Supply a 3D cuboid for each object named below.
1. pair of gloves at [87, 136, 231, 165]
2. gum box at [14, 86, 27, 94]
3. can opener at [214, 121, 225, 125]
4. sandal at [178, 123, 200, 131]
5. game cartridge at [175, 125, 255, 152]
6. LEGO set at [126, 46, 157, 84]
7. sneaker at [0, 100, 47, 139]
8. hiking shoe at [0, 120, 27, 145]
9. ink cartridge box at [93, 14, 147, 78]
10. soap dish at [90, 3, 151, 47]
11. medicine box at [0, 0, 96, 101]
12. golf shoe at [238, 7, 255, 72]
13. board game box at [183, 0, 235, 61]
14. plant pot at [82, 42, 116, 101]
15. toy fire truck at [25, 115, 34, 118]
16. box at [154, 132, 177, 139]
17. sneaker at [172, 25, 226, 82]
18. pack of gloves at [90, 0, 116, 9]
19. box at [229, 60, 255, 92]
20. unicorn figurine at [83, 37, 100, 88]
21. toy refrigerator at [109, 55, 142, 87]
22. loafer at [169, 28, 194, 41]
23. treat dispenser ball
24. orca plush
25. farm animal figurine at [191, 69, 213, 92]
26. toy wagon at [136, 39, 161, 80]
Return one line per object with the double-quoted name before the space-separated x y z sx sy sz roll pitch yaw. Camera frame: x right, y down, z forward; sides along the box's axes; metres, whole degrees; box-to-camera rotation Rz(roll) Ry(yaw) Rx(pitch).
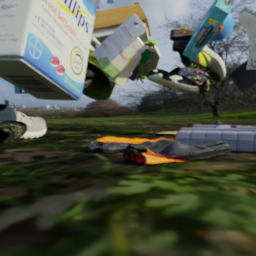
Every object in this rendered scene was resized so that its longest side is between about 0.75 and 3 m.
"pair of gloves" 0.522 0.326 5.229 2.126 0.295 2.386 -2 4 -33
"gum box" -3.335 -2.619 11.475 0.632 2.409 2.835 -4 3 40
"can opener" 4.841 -0.113 14.786 0.413 0.512 1.302 -41 -19 22
"sandal" 2.667 0.008 11.973 1.012 0.406 0.273 -3 -20 23
"game cartridge" 2.301 0.178 6.631 1.833 0.543 2.828 -4 1 21
"LEGO set" 0.229 -2.457 9.902 1.294 1.683 0.975 27 25 7
"sneaker" -3.309 -0.245 8.102 1.048 1.149 2.804 1 3 17
"hiking shoe" -2.949 0.182 6.718 0.760 0.572 1.511 12 17 29
"ink cartridge box" -0.142 -2.423 8.312 1.702 0.997 0.573 -39 -37 15
"soap dish" -0.440 -3.933 11.034 2.548 1.035 2.005 -7 0 9
"medicine box" -1.909 -2.179 6.149 1.329 2.581 2.351 4 -12 17
"golf shoe" 3.240 -1.923 6.861 1.045 2.150 0.842 -39 -9 20
"board game box" 2.436 -3.116 8.302 0.443 1.425 1.888 30 -31 -2
"plant pot" -1.057 -2.428 11.142 1.962 1.962 1.889 2 46 37
"toy fire truck" -5.109 -0.214 12.711 1.419 0.913 1.249 10 -1 -23
"box" 1.710 0.217 9.030 1.195 0.156 1.462 2 4 36
"sneaker" 2.817 -2.788 11.506 2.857 1.209 1.064 43 -10 -18
"pack of gloves" -0.538 -3.746 7.342 1.115 1.327 0.262 5 -4 37
"box" 4.167 -1.953 8.830 1.372 0.806 1.350 -37 -4 -6
"unicorn figurine" -1.838 -2.789 9.774 2.035 2.962 1.094 27 5 -10
"toy refrigerator" -0.111 -1.896 8.803 0.401 1.147 0.435 30 4 -37
"loafer" 2.056 -3.442 10.139 1.205 0.428 0.440 -7 -8 -18
"treat dispenser ball" 3.327 -3.858 10.544 1.189 1.189 1.189 0 3 0
"orca plush" 1.924 -2.018 10.897 2.342 0.832 1.232 16 -3 29
"farm animal figurine" 3.387 -2.095 12.860 1.131 0.569 0.913 11 -43 -24
"toy wagon" 0.250 -3.299 12.686 2.361 1.832 0.467 20 36 4
